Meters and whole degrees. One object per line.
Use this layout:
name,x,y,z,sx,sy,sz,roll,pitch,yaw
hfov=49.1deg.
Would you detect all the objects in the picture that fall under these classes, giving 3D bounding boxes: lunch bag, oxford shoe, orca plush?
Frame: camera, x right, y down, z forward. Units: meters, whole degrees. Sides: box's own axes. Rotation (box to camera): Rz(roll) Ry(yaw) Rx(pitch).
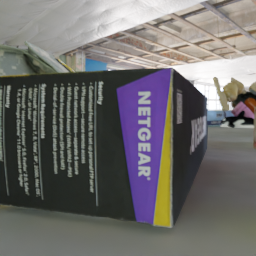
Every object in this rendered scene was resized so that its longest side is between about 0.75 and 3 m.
lunch bag,-1.883,-0.652,5.275,2.780,1.634,2.280,6,3,2
oxford shoe,4.367,-0.591,9.543,2.600,1.098,0.945,3,31,-32
orca plush,3.113,-0.242,7.648,0.697,0.471,1.325,-1,4,-22

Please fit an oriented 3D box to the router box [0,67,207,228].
router box,-0.334,-0.007,2.332,1.835,0.609,2.333,1,4,18

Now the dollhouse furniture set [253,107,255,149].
dollhouse furniture set,2.082,-0.458,3.378,0.987,1.401,0.982,2,4,28

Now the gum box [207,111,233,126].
gum box,2.195,-0.334,9.183,1.747,0.458,2.057,-2,4,-34

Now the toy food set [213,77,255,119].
toy food set,3.760,-0.739,8.553,2.706,1.720,0.426,8,-34,-19
